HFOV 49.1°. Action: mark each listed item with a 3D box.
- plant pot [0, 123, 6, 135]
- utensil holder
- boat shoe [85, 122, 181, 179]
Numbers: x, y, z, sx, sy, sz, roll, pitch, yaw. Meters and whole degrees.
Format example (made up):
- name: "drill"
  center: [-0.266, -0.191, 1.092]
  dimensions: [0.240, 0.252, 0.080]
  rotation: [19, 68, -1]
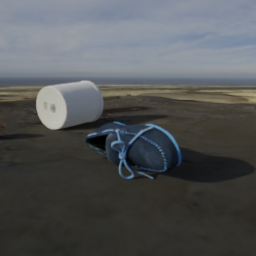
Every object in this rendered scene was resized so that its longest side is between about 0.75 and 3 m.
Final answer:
- name: "plant pot"
  center: [-4.419, 0.096, 8.968]
  dimensions: [0.960, 0.443, 0.960]
  rotation: [-4, -8, -1]
- name: "utensil holder"
  center: [-2.287, -0.919, 11.172]
  dimensions: [1.767, 1.767, 2.080]
  rotation: [7, 15, 32]
- name: "boat shoe"
  center: [-0.046, 0.520, 5.913]
  dimensions: [0.949, 1.163, 2.764]
  rotation: [-20, 10, -28]
